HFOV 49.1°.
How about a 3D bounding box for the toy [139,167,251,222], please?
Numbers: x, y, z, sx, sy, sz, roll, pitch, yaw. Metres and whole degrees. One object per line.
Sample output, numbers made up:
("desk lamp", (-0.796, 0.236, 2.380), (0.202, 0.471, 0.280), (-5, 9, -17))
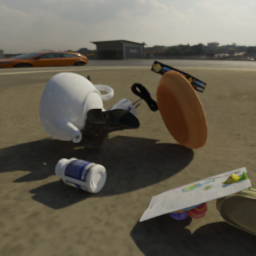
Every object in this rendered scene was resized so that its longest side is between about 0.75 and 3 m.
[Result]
("toy", (1.496, 1.571, 6.003), (2.304, 0.544, 1.327), (-27, -1, 20))

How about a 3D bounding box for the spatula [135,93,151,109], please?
("spatula", (0.580, -1.167, 12.443), (0.114, 1.109, 0.313), (41, -5, 23))

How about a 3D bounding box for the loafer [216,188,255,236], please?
("loafer", (2.766, 1.790, 5.391), (2.214, 0.838, 0.756), (11, 14, 31))

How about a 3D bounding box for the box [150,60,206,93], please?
("box", (2.181, -2.152, 11.873), (1.682, 0.487, 2.116), (32, 15, 32))

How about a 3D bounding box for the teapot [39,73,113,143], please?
("teapot", (-1.814, -0.736, 10.532), (2.021, 2.767, 2.731), (9, -9, 13))

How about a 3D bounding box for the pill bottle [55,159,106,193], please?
("pill bottle", (-1.304, 1.226, 7.496), (1.301, 0.723, 0.723), (10, 19, 31))

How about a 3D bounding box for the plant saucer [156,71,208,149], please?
("plant saucer", (1.742, -0.540, 9.875), (0.544, 2.908, 2.908), (-23, 22, -11))

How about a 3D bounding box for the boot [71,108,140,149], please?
("boot", (-0.815, 0.123, 9.798), (2.077, 1.809, 0.719), (8, 50, -20))

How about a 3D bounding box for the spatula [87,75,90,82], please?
("spatula", (-1.831, -1.159, 12.222), (0.236, 2.297, 0.649), (2, 23, -24))

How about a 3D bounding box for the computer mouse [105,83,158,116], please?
("computer mouse", (-0.161, -0.610, 11.515), (2.699, 1.480, 0.592), (-36, 22, 1))
